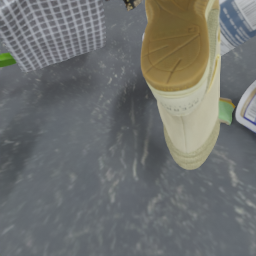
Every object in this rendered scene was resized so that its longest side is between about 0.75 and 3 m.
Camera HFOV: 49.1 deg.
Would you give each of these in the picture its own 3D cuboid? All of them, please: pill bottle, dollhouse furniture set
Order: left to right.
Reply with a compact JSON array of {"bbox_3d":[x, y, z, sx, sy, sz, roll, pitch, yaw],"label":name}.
[{"bbox_3d":[2.198,-0.861,8.340,1.988,0.768,0.994,13,44,14],"label":"dollhouse furniture set"},{"bbox_3d":[1.740,-2.350,6.027,2.766,1.654,1.654,-29,29,34],"label":"pill bottle"},{"bbox_3d":[4.175,-0.135,6.981,1.506,1.506,2.517,-25,48,-25],"label":"pill bottle"}]

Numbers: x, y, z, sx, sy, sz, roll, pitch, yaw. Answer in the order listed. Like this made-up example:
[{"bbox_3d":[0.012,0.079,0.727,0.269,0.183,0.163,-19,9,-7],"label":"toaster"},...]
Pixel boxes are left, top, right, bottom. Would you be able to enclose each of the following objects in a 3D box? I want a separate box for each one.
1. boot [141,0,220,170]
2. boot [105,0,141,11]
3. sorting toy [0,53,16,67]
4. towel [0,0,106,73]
[{"bbox_3d":[0.945,-0.973,4.285,0.996,2.126,2.735,-2,54,18],"label":"boot"},{"bbox_3d":[-0.146,-4.028,8.689,1.092,0.822,0.400,-41,37,-9],"label":"boot"},{"bbox_3d":[-3.435,-1.994,7.175,2.404,0.828,0.833,-21,8,-25],"label":"sorting toy"},{"bbox_3d":[-1.601,-2.282,5.727,2.209,2.667,1.141,-20,77,-7],"label":"towel"}]
